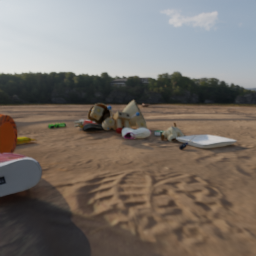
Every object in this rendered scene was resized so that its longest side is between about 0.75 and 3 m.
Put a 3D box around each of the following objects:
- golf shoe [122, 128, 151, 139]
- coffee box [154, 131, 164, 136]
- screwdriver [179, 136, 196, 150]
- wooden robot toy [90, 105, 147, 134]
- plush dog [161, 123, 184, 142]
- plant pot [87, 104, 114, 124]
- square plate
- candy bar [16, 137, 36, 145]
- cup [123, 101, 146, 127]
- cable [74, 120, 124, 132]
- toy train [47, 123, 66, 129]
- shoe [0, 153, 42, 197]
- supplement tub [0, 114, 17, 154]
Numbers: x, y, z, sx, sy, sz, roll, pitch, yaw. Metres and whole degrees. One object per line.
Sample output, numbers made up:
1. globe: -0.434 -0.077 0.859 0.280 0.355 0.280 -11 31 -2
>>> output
1. golf shoe: 0.362 0.310 12.493 1.313 0.495 0.601 -2 23 2
2. coffee box: 1.764 0.264 13.390 0.936 0.206 0.576 2 6 20
3. screwdriver: 2.302 0.543 10.580 0.186 0.179 1.280 26 35 35
4. wooden robot toy: -0.584 -0.155 13.918 2.882 1.270 1.308 11 -29 -23
5. plush dog: 1.822 0.251 12.138 0.822 0.768 0.957 -25 -10 41
6. plant pot: -1.351 -0.580 15.740 1.386 1.386 1.487 2 -3 17
7. square plate: 3.083 0.542 11.215 1.724 0.245 1.707 -4 8 -27
8. candy bar: -4.804 0.580 10.817 0.615 0.273 2.468 2 8 44
9. cup: 0.222 -0.641 15.694 1.063 1.486 1.486 -29 4 8
10. cable: -1.394 -0.182 14.491 2.702 0.680 1.312 -4 -7 -19
11. toy train: -4.093 -0.119 16.221 1.187 0.248 0.335 -8 21 -45
12. shoe: -2.896 1.024 5.431 2.260 0.807 1.028 -11 6 -27
13. supplement tub: -4.781 0.215 7.985 2.775 1.701 1.701 3 8 8
